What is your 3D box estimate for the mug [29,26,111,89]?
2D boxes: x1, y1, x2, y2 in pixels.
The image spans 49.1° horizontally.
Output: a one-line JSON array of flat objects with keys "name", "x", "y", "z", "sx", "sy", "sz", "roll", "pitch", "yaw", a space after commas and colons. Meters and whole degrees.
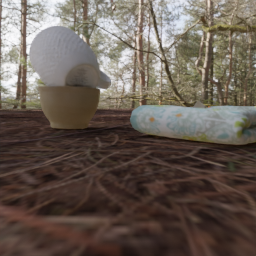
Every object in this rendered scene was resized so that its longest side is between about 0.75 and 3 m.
[{"name": "mug", "x": -1.356, "y": -1.558, "z": 7.440, "sx": 2.085, "sy": 1.540, "sz": 1.828, "roll": 13, "pitch": 25, "yaw": -43}]

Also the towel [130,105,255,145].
[{"name": "towel", "x": 1.716, "y": -0.154, "z": 5.589, "sx": 2.633, "sy": 0.634, "sz": 2.254, "roll": -5, "pitch": 6, "yaw": -44}]

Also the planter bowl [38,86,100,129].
[{"name": "planter bowl", "x": -1.520, "y": -0.522, "z": 7.257, "sx": 1.561, "sy": 1.051, "sz": 1.561, "roll": 3, "pitch": 5, "yaw": 0}]

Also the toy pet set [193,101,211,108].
[{"name": "toy pet set", "x": 2.148, "y": -0.313, "z": 7.819, "sx": 0.912, "sy": 0.519, "sz": 0.977, "roll": 38, "pitch": 7, "yaw": 23}]
